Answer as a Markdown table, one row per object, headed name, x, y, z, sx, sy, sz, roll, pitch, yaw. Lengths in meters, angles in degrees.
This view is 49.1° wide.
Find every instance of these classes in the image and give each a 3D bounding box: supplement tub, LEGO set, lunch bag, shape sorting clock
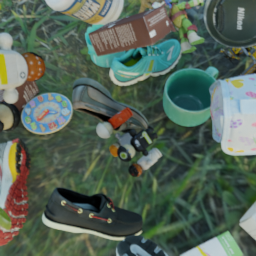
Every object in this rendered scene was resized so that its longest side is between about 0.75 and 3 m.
| name | x | y | z | sx | sy | sz | roll | pitch | yaw |
| --- | --- | --- | --- | --- | --- | --- | --- | --- | --- |
| supplement tub | -1.249 | -3.906 | 8.154 | 2.040 | 1.476 | 1.476 | -1 | 47 | -51 |
| LEGO set | 4.364 | -2.006 | 9.654 | 1.855 | 1.398 | 2.412 | -6 | 58 | -38 |
| lunch bag | 2.953 | -0.334 | 5.855 | 2.295 | 2.707 | 1.721 | -4 | 90 | 10 |
| shape sorting clock | -2.633 | -0.504 | 9.082 | 1.646 | 0.323 | 1.646 | 0 | 60 | 0 |

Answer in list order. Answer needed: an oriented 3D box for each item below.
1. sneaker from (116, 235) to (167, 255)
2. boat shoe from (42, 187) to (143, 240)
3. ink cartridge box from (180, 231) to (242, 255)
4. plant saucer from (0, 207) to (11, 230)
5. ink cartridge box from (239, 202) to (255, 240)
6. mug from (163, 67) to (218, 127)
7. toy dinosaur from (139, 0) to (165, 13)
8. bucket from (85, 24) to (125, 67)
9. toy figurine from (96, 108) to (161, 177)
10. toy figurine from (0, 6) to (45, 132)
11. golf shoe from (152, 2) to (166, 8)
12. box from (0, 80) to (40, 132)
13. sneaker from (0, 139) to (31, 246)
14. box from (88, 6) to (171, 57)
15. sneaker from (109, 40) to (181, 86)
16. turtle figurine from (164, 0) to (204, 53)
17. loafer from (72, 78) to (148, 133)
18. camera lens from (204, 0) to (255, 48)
| name | x | y | z | sx | sy | sz | roll | pitch | yaw |
| --- | --- | --- | --- | --- | --- | --- | --- | --- | --- |
| sneaker | 0.598 | 2.339 | 3.736 | 1.953 | 0.882 | 0.763 | 33 | 32 | 30 |
| boat shoe | -0.503 | 1.526 | 4.995 | 1.919 | 0.702 | 0.601 | 19 | 97 | -25 |
| ink cartridge box | 1.624 | 3.138 | 6.525 | 1.754 | 1.027 | 0.591 | -21 | 60 | -13 |
| plant saucer | -2.509 | 1.589 | 5.324 | 0.862 | 0.862 | 0.134 | 39 | 70 | 20 |
| ink cartridge box | 4.266 | 2.558 | 6.887 | 1.682 | 1.013 | 2.315 | -38 | 65 | -19 |
| mug | 2.061 | -0.895 | 8.769 | 1.960 | 1.212 | 1.610 | -14 | 62 | -6 |
| toy dinosaur | 0.523 | -3.346 | 7.336 | 0.859 | 1.700 | 0.495 | 23 | 87 | 5 |
| bucket | -0.780 | -3.021 | 10.172 | 1.535 | 0.999 | 1.535 | 0 | 59 | 0 |
| toy figurine | 0.011 | 0.318 | 5.395 | 0.790 | 1.118 | 1.136 | -37 | 54 | -15 |
| toy figurine | -3.435 | -1.322 | 6.298 | 2.796 | 2.752 | 1.945 | 47 | 28 | 8 |
| golf shoe | 1.242 | -5.197 | 11.720 | 0.424 | 0.538 | 1.168 | 28 | 65 | 15 |
| box | -3.821 | -0.940 | 8.958 | 0.732 | 0.978 | 1.954 | 28 | 64 | 16 |
| sneaker | -3.378 | 1.688 | 7.478 | 1.181 | 1.119 | 2.875 | -11 | 53 | 3 |
| box | -0.001 | -1.945 | 5.730 | 1.537 | 0.576 | 0.770 | 3 | 35 | 40 |
| sneaker | 0.683 | -2.387 | 9.713 | 2.878 | 1.146 | 1.115 | -28 | 64 | -16 |
| turtle figurine | 1.466 | -2.450 | 6.446 | 1.301 | 0.936 | 1.261 | -5 | 78 | -49 |
| loafer | -0.369 | -0.220 | 5.901 | 0.755 | 2.101 | 0.661 | -17 | 53 | 38 |
| camera lens | 2.636 | -2.868 | 6.321 | 1.553 | 1.553 | 1.942 | 19 | 49 | 11 |
